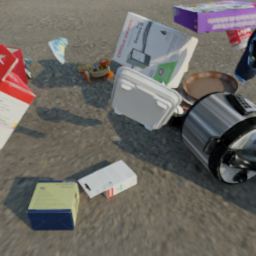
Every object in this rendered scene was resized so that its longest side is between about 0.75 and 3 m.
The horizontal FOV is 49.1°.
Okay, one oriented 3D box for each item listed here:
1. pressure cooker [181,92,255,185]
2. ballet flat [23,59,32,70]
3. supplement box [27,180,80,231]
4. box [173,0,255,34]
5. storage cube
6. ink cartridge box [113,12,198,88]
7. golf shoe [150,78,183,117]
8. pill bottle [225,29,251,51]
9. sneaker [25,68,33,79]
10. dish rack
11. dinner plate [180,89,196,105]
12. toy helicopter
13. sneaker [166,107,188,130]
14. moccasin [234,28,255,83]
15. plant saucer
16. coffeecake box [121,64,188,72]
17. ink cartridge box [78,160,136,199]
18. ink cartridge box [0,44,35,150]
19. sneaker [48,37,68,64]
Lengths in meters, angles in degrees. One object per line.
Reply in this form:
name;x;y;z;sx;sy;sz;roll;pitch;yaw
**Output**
pressure cooker;3.133;0.397;8.391;2.300;2.336;2.616;-28;40;-3
ballet flat;-5.658;-3.497;15.413;0.522;0.507;1.468;30;30;-25
supplement box;-1.910;2.018;7.370;1.089;0.731;1.088;0;35;0
box;2.644;-3.425;8.490;1.975;0.564;2.886;-7;27;-1
storage cube;-6.096;-2.683;13.163;2.030;1.825;1.735;13;37;16
ink cartridge box;0.979;-3.065;11.084;2.776;2.020;1.166;32;24;26
golf shoe;1.021;-0.844;7.910;1.737;0.821;0.675;19;2;-38
pill bottle;4.065;-3.666;10.436;0.801;1.426;0.801;-23;7;3
sneaker;-5.313;-2.780;14.642;0.970;0.410;0.361;44;10;24
dish rack;0.253;-0.494;5.853;1.394;1.624;0.354;27;67;2
dinner plate;3.464;-1.377;12.654;2.209;0.268;2.209;1;34;0
toy helicopter;-1.974;-2.959;14.667;2.219;0.875;1.468;17;46;40
sneaker;2.425;-0.361;10.753;2.178;0.770;1.064;-1;34;2
moccasin;3.702;-2.143;7.747;0.843;0.715;2.096;29;71;-4
plant saucer;3.727;-1.820;12.762;2.431;0.419;2.431;-4;42;4
coffeecake box;1.431;-3.374;14.807;2.905;1.061;2.229;-29;44;-35
ink cartridge box;-0.604;1.599;8.286;1.539;0.387;0.838;-22;41;-27
ink cartridge box;-3.456;-0.631;7.281;0.930;2.764;1.606;30;7;-46
sneaker;-3.020;-3.592;12.729;0.862;0.525;1.320;-32;72;2
